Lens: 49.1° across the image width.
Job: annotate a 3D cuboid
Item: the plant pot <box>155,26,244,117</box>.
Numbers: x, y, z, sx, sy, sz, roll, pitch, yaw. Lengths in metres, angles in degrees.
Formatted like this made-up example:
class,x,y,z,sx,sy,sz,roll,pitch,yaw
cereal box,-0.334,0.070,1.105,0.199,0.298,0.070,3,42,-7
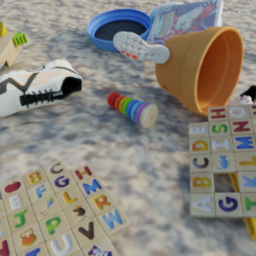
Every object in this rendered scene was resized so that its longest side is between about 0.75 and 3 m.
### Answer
class,x,y,z,sx,sy,sz,roll,pitch,yaw
plant pot,1.875,-1.649,7.814,2.346,2.346,1.642,-34,40,-31

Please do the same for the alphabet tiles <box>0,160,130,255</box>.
class,x,y,z,sx,sy,sz,roll,pitch,yaw
alphabet tiles,-1.491,1.694,5.355,2.446,0.093,2.940,-22,37,-21

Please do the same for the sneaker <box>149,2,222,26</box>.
class,x,y,z,sx,sy,sz,roll,pitch,yaw
sneaker,2.189,-4.012,10.982,2.983,1.187,1.948,7,42,9

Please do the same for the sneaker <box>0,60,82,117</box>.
class,x,y,z,sx,sy,sz,roll,pitch,yaw
sneaker,-2.581,-1.086,7.975,2.913,1.074,1.165,-34,55,-30

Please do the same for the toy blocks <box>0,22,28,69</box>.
class,x,y,z,sx,sy,sz,roll,pitch,yaw
toy blocks,-5.049,-2.526,9.498,2.739,1.369,1.872,10,56,6

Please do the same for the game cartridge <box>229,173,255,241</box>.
class,x,y,z,sx,sy,sz,roll,pitch,yaw
game cartridge,3.511,1.273,5.921,2.443,0.396,2.153,-3,44,1

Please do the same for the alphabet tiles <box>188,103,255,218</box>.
class,x,y,z,sx,sy,sz,roll,pitch,yaw
alphabet tiles,2.576,0.548,6.134,2.451,0.111,2.932,-5,49,17

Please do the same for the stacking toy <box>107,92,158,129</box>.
class,x,y,z,sx,sy,sz,roll,pitch,yaw
stacking toy,0.019,-0.564,7.804,1.594,0.681,0.681,26,49,34

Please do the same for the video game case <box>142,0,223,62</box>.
class,x,y,z,sx,sy,sz,roll,pitch,yaw
video game case,1.956,-3.497,10.029,2.457,0.310,2.696,4,60,26

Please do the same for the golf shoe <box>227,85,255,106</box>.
class,x,y,z,sx,sy,sz,roll,pitch,yaw
golf shoe,2.845,-0.435,7.397,0.713,0.905,1.965,29,52,26

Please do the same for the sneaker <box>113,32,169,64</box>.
class,x,y,z,sx,sy,sz,roll,pitch,yaw
sneaker,0.285,-2.003,7.127,1.493,0.575,0.611,16,17,-21

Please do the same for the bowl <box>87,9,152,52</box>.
class,x,y,z,sx,sy,sz,roll,pitch,yaw
bowl,-0.328,-3.915,11.167,2.573,0.505,2.573,-3,48,3
